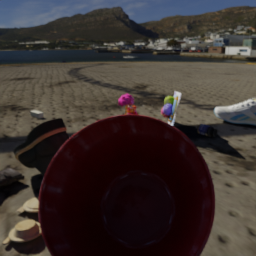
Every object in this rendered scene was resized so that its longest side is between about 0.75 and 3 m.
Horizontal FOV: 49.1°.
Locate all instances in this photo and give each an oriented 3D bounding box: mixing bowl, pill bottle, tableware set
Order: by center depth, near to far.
[{"bbox_3d":[0.056,1.332,5.053,2.825,2.825,1.530,5,-22,15],"label":"mixing bowl"},{"bbox_3d":[-1.586,1.958,6.205,2.077,0.241,1.735,-2,12,5],"label":"tableware set"},{"bbox_3d":[3.267,0.112,11.563,0.430,0.430,0.768,-15,23,-39],"label":"pill bottle"}]

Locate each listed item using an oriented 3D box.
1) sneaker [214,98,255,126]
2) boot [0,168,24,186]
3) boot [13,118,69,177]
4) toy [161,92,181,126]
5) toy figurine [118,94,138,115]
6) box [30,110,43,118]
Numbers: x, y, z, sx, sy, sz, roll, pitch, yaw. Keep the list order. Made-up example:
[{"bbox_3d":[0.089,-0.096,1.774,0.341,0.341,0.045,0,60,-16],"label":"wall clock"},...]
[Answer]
[{"bbox_3d":[5.578,-0.815,13.177,2.953,1.193,1.130,8,21,25],"label":"sneaker"},{"bbox_3d":[-3.811,1.411,7.703,1.485,0.514,1.293,11,15,23],"label":"boot"},{"bbox_3d":[-2.079,1.156,7.329,1.075,1.919,2.775,-21,-9,-32],"label":"boot"},{"bbox_3d":[1.789,-0.885,12.270,0.600,1.464,2.542,13,10,5],"label":"toy"},{"bbox_3d":[0.039,-0.890,13.061,1.145,1.404,1.525,14,22,36],"label":"toy figurine"},{"bbox_3d":[-4.662,-0.698,14.298,0.758,0.259,0.311,16,24,40],"label":"box"}]
